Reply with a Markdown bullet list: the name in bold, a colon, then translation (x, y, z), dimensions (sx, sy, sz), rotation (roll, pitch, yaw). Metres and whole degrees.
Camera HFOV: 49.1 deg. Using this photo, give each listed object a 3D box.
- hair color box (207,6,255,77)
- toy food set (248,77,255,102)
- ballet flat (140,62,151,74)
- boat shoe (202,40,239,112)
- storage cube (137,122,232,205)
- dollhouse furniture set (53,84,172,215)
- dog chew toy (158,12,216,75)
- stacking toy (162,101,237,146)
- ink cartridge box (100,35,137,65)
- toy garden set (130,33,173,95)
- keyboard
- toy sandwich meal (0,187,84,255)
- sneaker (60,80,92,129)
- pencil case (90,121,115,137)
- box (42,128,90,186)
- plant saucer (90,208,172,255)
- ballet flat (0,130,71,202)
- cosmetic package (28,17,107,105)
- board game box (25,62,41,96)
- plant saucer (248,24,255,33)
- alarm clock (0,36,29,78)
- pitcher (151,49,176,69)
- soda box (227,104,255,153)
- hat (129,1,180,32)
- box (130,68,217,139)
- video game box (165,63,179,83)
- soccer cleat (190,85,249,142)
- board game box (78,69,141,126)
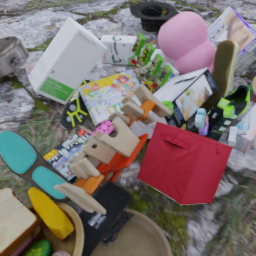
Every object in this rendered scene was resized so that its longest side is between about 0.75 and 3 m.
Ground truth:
- **hair color box**: translation (4.085, -3.422, 10.961), dimensions (0.884, 1.491, 2.727), rotation (25, 37, -29)
- **toy food set**: translation (5.114, -1.230, 9.744), dimensions (1.758, 0.428, 1.741), rotation (27, 50, 19)
- **ballet flat**: translation (0.627, -2.252, 10.816), dimensions (0.261, 0.773, 0.241), rotation (-18, 79, -54)
- **boat shoe**: translation (3.051, -1.633, 9.132), dimensions (0.845, 2.317, 0.729), rotation (23, 19, 41)
- **storage cube**: translation (1.288, 0.793, 6.331), dimensions (1.333, 1.402, 1.560), rotation (23, 5, 42)
- **dollhouse furniture set**: translation (-0.307, 0.643, 5.905), dimensions (1.254, 2.408, 2.434), rotation (41, 64, -10)
- **dog chew toy**: translation (2.282, -2.611, 9.907), dimensions (1.731, 1.731, 2.780), rotation (-38, 99, -32)
- **stacking toy**: translation (1.909, -0.095, 7.303), dimensions (1.649, 2.186, 0.514), rotation (7, 75, 25)
- **ink cartridge box**: translation (-0.375, -3.161, 11.397), dimensions (1.418, 1.036, 0.598), rotation (4, 44, 5)
- **toy garden set**: translation (0.540, -1.908, 8.917), dimensions (0.329, 1.374, 1.648), rotation (-27, 71, -31)
- **keyboard**: translation (-0.606, 2.139, 6.163), dimensions (0.992, 0.378, 1.907), rotation (30, 56, 19)
- **toy sandwich meal**: translation (-2.200, 2.252, 5.365), dimensions (2.837, 0.972, 2.837), rotation (-14, 35, 10)
- **sneaker**: translation (-1.623, -0.698, 9.186), dimensions (0.700, 0.709, 1.856), rotation (35, 63, -12)
- **pencil case**: translation (-0.769, 0.168, 8.386), dimensions (0.446, 0.432, 0.952), rotation (-5, 35, 41)
- **box**: translation (-1.558, 0.905, 7.394), dimensions (1.774, 0.354, 1.215), rotation (-37, 51, -18)
- **plant saucer**: translation (-0.264, 2.749, 5.746), dimensions (2.335, 0.344, 2.335), rotation (-1, 44, 0)
- **ballet flat**: translation (-2.143, 0.921, 6.360), dimensions (2.084, 0.713, 0.709), rotation (45, 74, 0)
- **cosmetic package**: translation (-2.009, -2.139, 9.170), dimensions (1.300, 2.417, 1.025), rotation (22, 25, -45)
- **board game box**: translation (-3.096, -1.766, 9.953), dimensions (0.812, 1.018, 0.493), rotation (-20, 48, -20)
- **plant saucer**: translation (5.473, -3.667, 12.161), dimensions (2.382, 0.598, 2.382), rotation (2, 49, -2)
- **alarm clock**: translation (-4.471, -2.562, 10.149), dimensions (2.673, 0.890, 1.803), rotation (23, 60, 36)
- **pitcher**: translation (1.479, -2.728, 10.958), dimensions (1.041, 0.631, 0.893), rotation (26, 68, -8)
- **soda box**: translation (3.746, -0.045, 8.486), dimensions (0.616, 0.572, 1.801), rotation (32, 51, 28)
- **hat**: translation (1.215, -5.330, 13.700), dimensions (2.522, 1.017, 2.522), rotation (5, 43, -5)
- **box**: translation (1.356, -0.754, 8.531), dimensions (2.668, 0.802, 1.556), rotation (-40, 19, -34)
- **video game box**: translation (1.575, -1.879, 10.258), dimensions (0.179, 0.763, 0.695), rotation (-16, 46, -16)
- **soccer cleat**: translation (2.593, -0.304, 8.180), dimensions (2.578, 1.045, 0.870), rotation (-41, 55, -16)
- **board game box**: translation (-0.456, -1.025, 9.148), dimensions (1.939, 0.332, 1.303), rotation (-24, 84, -24)
